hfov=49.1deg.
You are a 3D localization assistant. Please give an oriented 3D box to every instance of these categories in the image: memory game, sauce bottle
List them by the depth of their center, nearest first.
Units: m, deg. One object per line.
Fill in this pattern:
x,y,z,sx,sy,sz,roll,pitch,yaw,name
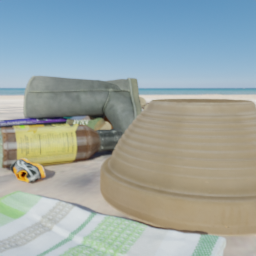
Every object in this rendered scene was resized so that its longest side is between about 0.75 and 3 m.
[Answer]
-1.277,0.323,5.695,2.490,0.806,0.806,-2,8,-31,sauce bottle
0.005,-0.285,7.970,2.279,0.145,2.279,9,42,-8,memory game

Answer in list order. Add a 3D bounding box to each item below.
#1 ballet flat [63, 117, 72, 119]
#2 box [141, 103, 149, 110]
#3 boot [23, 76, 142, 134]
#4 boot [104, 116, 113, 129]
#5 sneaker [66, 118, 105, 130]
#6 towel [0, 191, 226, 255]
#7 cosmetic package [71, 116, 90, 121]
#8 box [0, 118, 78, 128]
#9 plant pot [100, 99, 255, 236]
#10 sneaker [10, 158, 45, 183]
-2.790,-0.568,10.148,0.864,1.022,2.703,-19,-24,29,ballet flat
1.473,-0.537,11.022,2.360,0.884,1.182,-6,17,-12,box
-1.137,-0.442,6.928,2.828,1.026,2.571,3,43,-9,boot
-0.383,0.023,8.049,1.450,0.556,1.126,-36,60,-28,boot
-1.203,0.017,6.526,1.290,0.579,0.433,-31,14,15,sneaker
-0.746,1.023,2.095,2.580,0.396,1.925,4,8,31,towel
-1.361,-0.381,9.897,1.117,0.289,0.842,-30,-23,10,cosmetic package
-2.455,0.171,7.045,1.990,0.785,1.404,-7,8,-41,box
1.046,0.260,4.177,2.950,1.362,2.950,0,9,0,plant pot
-1.745,0.725,4.655,0.835,0.327,0.323,0,22,39,sneaker
